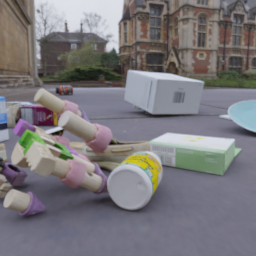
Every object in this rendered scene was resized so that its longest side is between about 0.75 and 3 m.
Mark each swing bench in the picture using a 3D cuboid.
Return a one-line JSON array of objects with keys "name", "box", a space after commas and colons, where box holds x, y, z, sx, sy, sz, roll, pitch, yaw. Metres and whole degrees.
[{"name": "swing bench", "box": [-4.732, -0.487, 10.299, 1.320, 0.861, 1.327, -2, 11, -10]}]

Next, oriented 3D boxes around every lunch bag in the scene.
[{"name": "lunch bag", "box": [-4.692, -0.707, 11.856, 1.621, 0.764, 2.023, -2, 9, -24]}]

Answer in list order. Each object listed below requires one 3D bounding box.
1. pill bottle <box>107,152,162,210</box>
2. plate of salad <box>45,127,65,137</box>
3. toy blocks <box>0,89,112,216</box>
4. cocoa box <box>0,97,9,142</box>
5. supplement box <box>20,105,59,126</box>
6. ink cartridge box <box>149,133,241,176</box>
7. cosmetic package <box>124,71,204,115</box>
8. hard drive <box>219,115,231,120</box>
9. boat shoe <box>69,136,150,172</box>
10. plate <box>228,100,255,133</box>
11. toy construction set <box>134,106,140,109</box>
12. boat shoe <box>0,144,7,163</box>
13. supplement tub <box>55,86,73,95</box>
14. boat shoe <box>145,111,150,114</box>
[{"name": "pill bottle", "box": [0.168, 0.716, 4.214, 0.630, 0.630, 1.118, 3, 10, 18]}, {"name": "plate of salad", "box": [-2.101, 0.274, 7.212, 1.290, 0.310, 1.290, -21, 1, 0]}, {"name": "toy blocks", "box": [-0.991, 0.555, 4.326, 1.450, 1.723, 1.610, 33, 1, -38]}, {"name": "cocoa box", "box": [-4.501, -0.233, 7.704, 1.912, 1.255, 1.275, 4, 11, 21]}, {"name": "supplement box", "box": [-3.241, -0.496, 10.669, 1.409, 0.727, 0.923, 1, 10, 5]}, {"name": "ink cartridge box", "box": [1.592, 0.421, 6.327, 1.575, 0.519, 2.165, 6, 13, 30]}, {"name": "cosmetic package", "box": [1.672, -1.757, 13.783, 2.710, 1.671, 2.719, -1, 19, -29]}, {"name": "hard drive", "box": [4.433, -0.449, 12.198, 0.513, 0.104, 0.777, -3, 10, -23]}, {"name": "boat shoe", "box": [-0.474, 0.427, 5.615, 2.161, 0.702, 0.779, 8, 13, 37]}, {"name": "plate", "box": [4.538, -0.282, 9.198, 2.442, 0.312, 2.442, -2, 31, 1]}, {"name": "toy construction set", "box": [1.013, -1.391, 16.229, 0.880, 0.618, 1.342, 8, 24, 38]}, {"name": "boat shoe", "box": [-3.251, 0.510, 5.877, 1.381, 0.449, 0.498, 1, 10, 4]}, {"name": "supplement tub", "box": [-6.446, -3.727, 28.195, 1.685, 0.901, 0.901, -4, 11, -19]}, {"name": "boat shoe", "box": [1.331, -0.899, 14.133, 1.047, 0.298, 0.350, -5, 11, -26]}]
